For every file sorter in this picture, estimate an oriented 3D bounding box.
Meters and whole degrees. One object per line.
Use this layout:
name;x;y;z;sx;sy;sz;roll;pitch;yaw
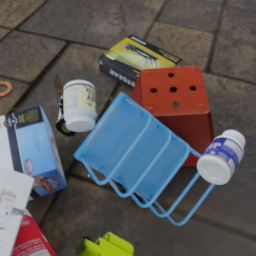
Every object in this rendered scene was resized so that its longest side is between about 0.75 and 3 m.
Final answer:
file sorter;0.534;0.859;6.707;1.910;2.753;1.689;-53;32;2

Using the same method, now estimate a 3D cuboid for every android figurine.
android figurine;-0.083;3.025;5.544;2.183;0.448;1.987;36;13;-18

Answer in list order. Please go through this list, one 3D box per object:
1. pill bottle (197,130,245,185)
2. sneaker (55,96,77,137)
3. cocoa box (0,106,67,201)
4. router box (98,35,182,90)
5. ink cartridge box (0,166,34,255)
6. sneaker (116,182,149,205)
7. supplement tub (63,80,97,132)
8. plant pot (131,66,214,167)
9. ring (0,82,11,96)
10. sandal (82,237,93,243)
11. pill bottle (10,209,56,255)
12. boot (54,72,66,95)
pill bottle;1.835;0.522;5.391;0.635;0.635;1.060;30;49;22
sneaker;-1.638;-0.692;8.592;0.871;2.358;0.954;25;51;-12
cocoa box;-2.956;0.787;8.487;1.518;1.543;2.313;-18;60;-10
router box;0.493;-2.665;11.872;2.819;0.736;2.217;32;59;23
ink cartridge box;-2.773;1.970;5.635;0.809;1.432;1.955;30;42;-26
sneaker;0.122;1.932;8.481;1.190;0.478;0.514;24;57;19
supplement tub;-1.194;-0.531;6.953;0.796;0.796;1.098;-5;68;-4
plant pot;1.351;-0.456;8.906;2.667;2.353;2.670;-3;57;2
ring;-5.208;-1.581;11.463;0.862;0.083;0.862;0;53;0
sandal;-1.040;3.271;7.621;0.291;0.164;0.767;-30;58;-21
pill bottle;-2.451;3.444;6.530;1.659;1.659;2.955;-33;59;-23
boot;-1.897;-1.401;8.795;0.805;0.750;0.258;-6;8;-17
